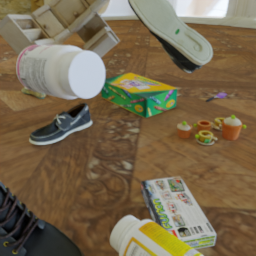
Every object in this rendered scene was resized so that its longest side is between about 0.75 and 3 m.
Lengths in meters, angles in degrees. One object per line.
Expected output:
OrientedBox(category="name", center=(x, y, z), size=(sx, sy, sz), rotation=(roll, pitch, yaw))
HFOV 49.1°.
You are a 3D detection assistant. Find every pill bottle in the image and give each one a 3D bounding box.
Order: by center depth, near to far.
OrientedBox(category="pill bottle", center=(0.449, 1.972, 4.222), size=(1.525, 0.833, 0.833), rotation=(25, 36, 38))
OrientedBox(category="pill bottle", center=(-1.529, -1.261, 6.277), size=(2.014, 1.142, 1.142), rotation=(16, 31, 40))

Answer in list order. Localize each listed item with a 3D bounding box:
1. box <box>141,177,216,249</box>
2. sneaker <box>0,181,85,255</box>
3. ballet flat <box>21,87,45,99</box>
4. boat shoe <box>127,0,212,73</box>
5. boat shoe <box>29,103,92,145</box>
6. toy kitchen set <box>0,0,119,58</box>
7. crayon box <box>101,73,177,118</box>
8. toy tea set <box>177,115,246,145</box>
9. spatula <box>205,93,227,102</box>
OrientedBox(category="box", center=(0.899, 1.613, 5.510), size=(0.930, 0.293, 1.690), rotation=(-5, 28, -10))
OrientedBox(category="sneaker", center=(-1.668, 1.488, 4.035), size=(2.507, 1.331, 0.937), rotation=(24, 41, 4))
OrientedBox(category="ballet flat", center=(-3.935, -1.594, 11.599), size=(1.416, 0.500, 0.500), rotation=(20, 33, 34))
OrientedBox(category="boat shoe", center=(1.026, -2.733, 7.941), size=(1.049, 2.920, 0.987), rotation=(-47, 4, -17))
OrientedBox(category="boat shoe", center=(-2.047, -0.147, 8.500), size=(0.789, 0.743, 2.197), rotation=(22, 36, 34))
OrientedBox(category="toy kitchen set", center=(-1.583, -2.937, 8.162), size=(2.737, 2.233, 2.470), rotation=(-36, 13, 18))
OrientedBox(category="crayon box", center=(0.345, -1.320, 10.697), size=(1.578, 0.774, 2.658), rotation=(-21, 34, -35))
OrientedBox(category="toy tea set", center=(2.435, -0.075, 8.337), size=(1.954, 0.723, 1.162), rotation=(-10, 29, -19))
OrientedBox(category="spatula", center=(3.496, -1.218, 11.247), size=(1.142, 0.117, 0.323), rotation=(-19, 31, -32))
